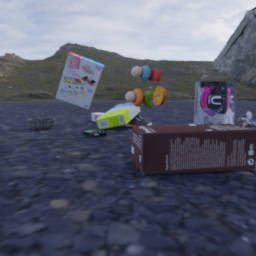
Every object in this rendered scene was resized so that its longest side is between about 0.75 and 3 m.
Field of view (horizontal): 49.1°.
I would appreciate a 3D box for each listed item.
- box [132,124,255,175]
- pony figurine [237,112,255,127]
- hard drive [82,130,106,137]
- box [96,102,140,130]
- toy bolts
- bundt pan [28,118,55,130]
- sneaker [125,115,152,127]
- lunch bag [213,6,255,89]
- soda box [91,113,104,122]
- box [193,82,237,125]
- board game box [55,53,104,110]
[{"bbox_3d":[1.443,0.427,6.465,2.592,0.971,1.298,-3,8,-9],"label":"box"},{"bbox_3d":[5.906,-0.355,13.928,0.871,0.725,0.841,0,39,-24],"label":"pony figurine"},{"bbox_3d":[-1.320,0.219,10.921,0.629,0.170,0.900,-5,10,-33],"label":"hard drive"},{"bbox_3d":[-0.380,-0.646,13.279,1.413,0.552,2.317,-10,16,25],"label":"box"},{"bbox_3d":[0.653,-1.618,10.856,1.131,1.631,1.558,5,2,-26],"label":"toy bolts"},{"bbox_3d":[-3.977,-0.180,12.895,1.196,0.449,1.196,1,7,0],"label":"bundt pan"},{"bbox_3d":[0.447,-0.342,13.483,1.481,0.607,0.571,5,9,33],"label":"sneaker"},{"bbox_3d":[3.018,-1.884,6.730,1.393,1.661,1.157,11,48,-17],"label":"lunch bag"},{"bbox_3d":[-1.458,-0.574,15.813,0.492,0.460,1.446,-7,11,-44],"label":"soda box"},{"bbox_3d":[3.208,-0.659,10.289,1.184,2.064,1.364,5,9,35],"label":"box"},{"bbox_3d":[-1.818,-1.727,10.484,1.361,1.778,0.359,19,20,-11],"label":"board game box"}]
